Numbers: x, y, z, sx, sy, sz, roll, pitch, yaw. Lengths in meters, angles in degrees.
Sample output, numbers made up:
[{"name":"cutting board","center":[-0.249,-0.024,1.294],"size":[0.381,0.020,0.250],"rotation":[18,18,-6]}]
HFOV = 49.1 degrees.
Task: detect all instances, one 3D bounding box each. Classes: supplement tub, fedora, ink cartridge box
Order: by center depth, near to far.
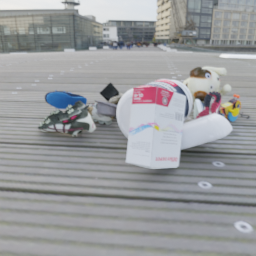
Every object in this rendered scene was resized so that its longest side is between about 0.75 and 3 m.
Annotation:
[{"name":"ink cartridge box","center":[0.805,0.014,7.847],"size":[0.903,2.108,1.556],"rotation":[7,-2,39]},{"name":"supplement tub","center":[1.110,-0.703,10.562],"size":[2.071,2.071,2.952],"rotation":[11,22,28]},{"name":"fedora","center":[-0.897,-0.735,11.372],"size":[1.095,0.494,0.968],"rotation":[13,-6,12]}]

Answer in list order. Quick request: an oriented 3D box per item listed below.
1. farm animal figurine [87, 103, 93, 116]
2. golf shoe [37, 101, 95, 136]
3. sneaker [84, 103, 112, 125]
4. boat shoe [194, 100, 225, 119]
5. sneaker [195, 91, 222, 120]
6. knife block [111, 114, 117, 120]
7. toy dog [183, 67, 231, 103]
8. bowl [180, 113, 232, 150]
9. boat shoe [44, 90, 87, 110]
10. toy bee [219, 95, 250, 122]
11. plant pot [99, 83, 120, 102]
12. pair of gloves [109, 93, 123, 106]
[{"name":"farm animal figurine","center":[-1.774,-0.446,11.213],"size":[1.031,1.019,0.537],"rotation":[-7,15,23]},{"name":"golf shoe","center":[-2.443,-0.094,10.690],"size":[2.708,1.193,1.045],"rotation":[-11,36,41]},{"name":"sneaker","center":[-1.579,-0.774,12.163],"size":[1.892,0.837,0.701],"rotation":[12,33,10]},{"name":"boat shoe","center":[3.441,-0.530,11.975],"size":[1.003,0.781,2.209],"rotation":[1,32,1]},{"name":"sneaker","center":[3.149,-0.435,10.721],"size":[0.798,0.739,1.979],"rotation":[16,64,31]},{"name":"knife block","center":[-0.935,-0.725,13.106],"size":[1.296,0.415,1.138],"rotation":[5,19,14]},{"name":"toy dog","center":[3.587,-2.139,13.743],"size":[2.717,1.955,2.802],"rotation":[-1,1,9]},{"name":"bowl","center":[2.225,0.098,9.057],"size":[1.955,0.730,1.952],"rotation":[-20,-3,30]},{"name":"boat shoe","center":[-2.599,-1.104,11.407],"size":[0.664,0.814,1.934],"rotation":[29,12,38]},{"name":"toy bee","center":[4.561,-0.927,12.632],"size":[2.080,1.131,1.362],"rotation":[-19,27,-41]},{"name":"plant pot","center":[-0.879,-1.768,15.152],"size":[0.757,0.854,0.852],"rotation":[48,2,35]},{"name":"pair of gloves","center":[0.207,-1.375,12.550],"size":[2.045,0.359,1.739],"rotation":[-20,-15,20]}]
